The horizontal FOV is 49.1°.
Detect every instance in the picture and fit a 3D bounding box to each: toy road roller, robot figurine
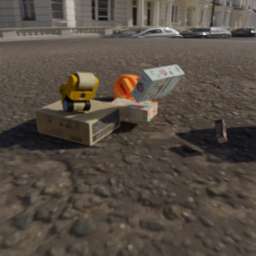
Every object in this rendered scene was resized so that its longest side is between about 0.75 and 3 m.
[{"bbox_3d":[-2.042,-1.481,10.804,1.067,1.736,1.267,-6,42,-41],"label":"toy road roller"},{"bbox_3d":[0.039,-2.196,15.444,1.436,1.772,2.463,22,15,13],"label":"robot figurine"}]

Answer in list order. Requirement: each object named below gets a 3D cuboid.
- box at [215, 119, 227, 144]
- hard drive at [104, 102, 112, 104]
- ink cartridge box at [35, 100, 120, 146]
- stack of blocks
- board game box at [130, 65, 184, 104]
[{"bbox_3d":[3.403,0.132,10.291,0.315,0.421,0.840,-17,43,28],"label":"box"},{"bbox_3d":[-0.248,-1.027,14.443,2.057,0.274,1.357,-1,24,-4],"label":"hard drive"},{"bbox_3d":[-2.080,-0.393,11.967,2.828,1.062,2.329,12,26,27],"label":"ink cartridge box"},{"bbox_3d":[0.237,-0.864,12.584,1.882,0.551,1.084,12,29,24],"label":"stack of blocks"},{"bbox_3d":[1.153,-1.750,11.112,1.821,1.344,0.585,-19,65,-38],"label":"board game box"}]
